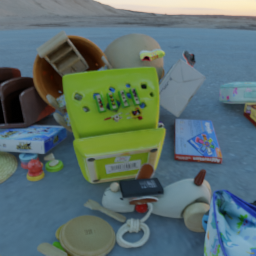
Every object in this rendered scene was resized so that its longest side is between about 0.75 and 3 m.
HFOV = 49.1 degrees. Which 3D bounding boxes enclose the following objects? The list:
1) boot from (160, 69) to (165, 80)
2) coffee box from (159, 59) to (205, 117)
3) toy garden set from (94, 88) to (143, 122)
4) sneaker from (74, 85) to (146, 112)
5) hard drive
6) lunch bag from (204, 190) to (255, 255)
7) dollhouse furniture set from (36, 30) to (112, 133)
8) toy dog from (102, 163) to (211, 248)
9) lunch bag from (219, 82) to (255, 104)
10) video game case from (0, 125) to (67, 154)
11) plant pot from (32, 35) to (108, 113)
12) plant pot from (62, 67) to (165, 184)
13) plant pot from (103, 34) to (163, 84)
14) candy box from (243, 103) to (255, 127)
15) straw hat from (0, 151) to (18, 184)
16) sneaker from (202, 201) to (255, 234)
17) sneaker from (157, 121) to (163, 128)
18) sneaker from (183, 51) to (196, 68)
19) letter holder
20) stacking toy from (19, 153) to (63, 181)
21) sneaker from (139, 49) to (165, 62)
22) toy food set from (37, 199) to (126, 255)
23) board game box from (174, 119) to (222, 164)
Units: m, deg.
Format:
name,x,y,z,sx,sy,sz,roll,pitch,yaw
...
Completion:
name,x,y,z,sx,sy,sz,roll,pitch,yaw
boot,0.748,-2.479,15.140,2.544,0.961,2.905,-10,23,10
coffee box,1.748,-1.458,10.516,1.129,1.619,2.831,35,9,-1
toy garden set,-0.179,-0.499,6.327,1.010,0.201,0.842,-13,63,-10
sneaker,-0.206,-1.170,8.314,2.779,1.546,1.067,8,39,-47
hard drive,0.283,1.354,6.358,0.915,0.150,0.639,-3,16,-7
lunch bag,1.725,2.155,4.324,1.213,1.619,1.904,-4,25,-8
dollhouse furniture set,-1.777,-1.705,9.435,2.393,1.695,2.605,-34,59,5
toy dog,0.775,1.442,6.263,2.614,1.259,1.724,-7,26,-14
lunch bag,5.479,-1.554,12.419,2.459,0.948,1.972,-1,4,-1
video game case,-3.180,0.316,9.150,1.773,0.444,1.956,1,13,7
plant pot,-2.101,-2.077,10.935,2.763,2.763,1.934,-3,13,-6
plant pot,-0.322,0.074,7.459,2.459,2.447,2.231,-8,59,-7
plant pot,0.302,-2.137,11.107,2.556,2.556,1.716,-5,52,-11
candy box,6.021,-0.514,11.173,2.295,0.648,1.339,-1,23,1
straw hat,-4.546,0.771,7.942,2.543,1.076,2.543,0,24,0
sneaker,2.690,1.948,5.770,2.540,0.930,1.041,8,19,-6
sneaker,0.521,-0.205,10.293,1.562,0.630,0.652,4,59,8
sneaker,2.185,-2.453,9.767,0.341,0.363,0.885,18,43,-29
letter holder,-4.012,-1.285,10.506,1.438,2.032,2.859,-3,14,6
stacking toy,-2.569,0.936,8.237,1.103,0.515,1.219,-17,30,-31
sneaker,0.855,-2.504,9.869,0.904,0.353,0.408,-5,53,9
toy food set,-0.862,2.247,5.744,1.219,0.354,1.766,19,25,21
board game box,2.332,0.367,9.742,1.427,0.270,2.771,3,25,9
